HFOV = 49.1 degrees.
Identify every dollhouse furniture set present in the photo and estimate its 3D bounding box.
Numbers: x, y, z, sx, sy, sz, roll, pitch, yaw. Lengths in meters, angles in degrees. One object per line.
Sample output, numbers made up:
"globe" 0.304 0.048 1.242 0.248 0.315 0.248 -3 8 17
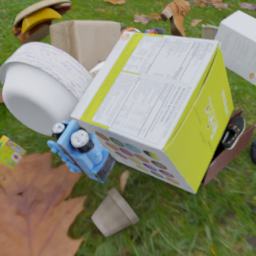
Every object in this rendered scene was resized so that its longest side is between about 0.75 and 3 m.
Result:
"dollhouse furniture set" 3.102 -3.005 9.813 0.947 1.446 0.726 24 54 31

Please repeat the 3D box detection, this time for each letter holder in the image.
"letter holder" 2.995 0.250 9.438 2.775 1.973 1.396 -33 54 -29

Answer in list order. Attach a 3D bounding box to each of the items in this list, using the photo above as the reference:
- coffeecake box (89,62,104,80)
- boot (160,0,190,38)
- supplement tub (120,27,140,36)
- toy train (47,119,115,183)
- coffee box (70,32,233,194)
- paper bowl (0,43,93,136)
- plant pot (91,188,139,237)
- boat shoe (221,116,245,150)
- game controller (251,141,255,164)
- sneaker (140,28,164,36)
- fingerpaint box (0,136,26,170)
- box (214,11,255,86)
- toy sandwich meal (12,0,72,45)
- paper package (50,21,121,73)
"coffeecake box" -0.607 -1.731 8.130 0.865 0.316 0.664 -12 28 37
"boot" 1.990 -4.135 10.697 1.441 0.553 1.119 47 74 -11
"supplement tub" 0.366 -4.107 14.120 1.455 1.455 2.720 -25 51 -23
"toy train" -0.860 0.447 5.332 0.881 1.542 0.669 14 61 25
"coffee box" 0.824 -0.399 7.325 2.749 2.775 2.779 19 71 35
"paper bowl" -2.269 -0.838 7.765 2.734 2.734 1.422 18 56 17
"plant pot" -0.434 2.482 7.962 1.020 1.175 1.175 -39 55 -11
"boat shoe" 3.253 0.094 8.672 0.434 0.372 1.187 15 67 48
"game controller" 5.377 1.012 9.883 1.971 0.415 1.028 10 61 11
"sneaker" 0.663 -3.117 9.659 1.396 0.526 0.548 -26 8 -17
"fingerpaint box" -3.432 0.716 7.995 0.292 0.797 0.665 21 70 32
"box" 3.240 -2.054 7.393 0.881 1.124 1.807 -37 65 -25
"toy sandwich meal" -3.045 -3.819 10.174 2.466 0.845 2.466 -23 12 5
"paper package" -1.388 -2.537 9.904 1.270 2.339 2.454 11 22 32
